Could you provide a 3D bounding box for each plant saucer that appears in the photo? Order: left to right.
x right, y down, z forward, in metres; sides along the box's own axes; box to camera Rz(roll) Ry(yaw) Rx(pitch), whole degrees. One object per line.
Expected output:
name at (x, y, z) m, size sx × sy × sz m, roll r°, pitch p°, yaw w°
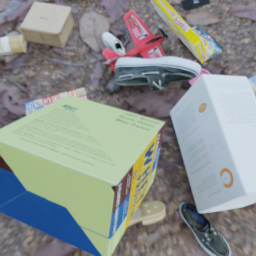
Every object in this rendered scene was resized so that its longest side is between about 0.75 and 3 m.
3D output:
plant saucer at (2.263, -1.500, 8.830) m, size 0.761 × 0.193 × 0.761 m, roll 0°, pitch 68°, yaw -1°

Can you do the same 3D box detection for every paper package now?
paper package at (-2.722, -3.538, 9.568) m, size 1.384 × 0.716 × 1.319 m, roll 12°, pitch 65°, yaw 7°

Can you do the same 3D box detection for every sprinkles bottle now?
sprinkles bottle at (-4.275, -2.672, 9.237) m, size 1.670 × 0.570 × 0.570 m, roll -9°, pitch 65°, yaw -5°

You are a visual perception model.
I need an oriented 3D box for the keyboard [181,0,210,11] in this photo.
keyboard at (2.490, -4.729, 10.483) m, size 1.078 × 0.214 × 0.561 m, roll -20°, pitch 89°, yaw -11°

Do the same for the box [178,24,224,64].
box at (2.453, -2.862, 9.500) m, size 0.892 × 0.246 × 1.306 m, roll -30°, pitch 68°, yaw -13°

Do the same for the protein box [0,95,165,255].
protein box at (-0.932, 0.772, 6.032) m, size 2.619 × 1.780 × 2.638 m, roll 17°, pitch 28°, yaw 17°

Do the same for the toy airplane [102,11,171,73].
toy airplane at (0.286, -2.463, 9.074) m, size 2.524 × 0.464 × 2.524 m, roll 2°, pitch 76°, yaw -9°

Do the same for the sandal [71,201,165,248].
sandal at (-0.266, 1.994, 6.654) m, size 2.387 × 0.785 × 0.875 m, roll -13°, pitch 21°, yaw -15°

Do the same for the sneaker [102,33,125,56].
sneaker at (-0.463, -2.813, 9.339) m, size 0.479 × 0.517 × 1.275 m, roll -32°, pitch 67°, yaw -12°

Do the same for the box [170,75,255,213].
box at (2.340, 0.400, 6.898) m, size 1.411 × 1.801 × 2.896 m, roll -1°, pitch 63°, yaw -21°

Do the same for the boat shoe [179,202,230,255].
boat shoe at (1.850, 2.491, 6.808) m, size 0.555 × 0.458 × 1.616 m, roll -36°, pitch 69°, yaw -16°

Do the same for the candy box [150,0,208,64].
candy box at (1.472, -3.111, 8.457) m, size 0.331 × 1.280 × 2.504 m, roll -38°, pitch 68°, yaw 11°

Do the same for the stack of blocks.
stack of blocks at (-1.987, -0.408, 8.167) m, size 1.775 × 0.520 × 1.022 m, roll -16°, pitch 65°, yaw -7°

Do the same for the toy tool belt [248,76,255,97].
toy tool belt at (3.763, -0.967, 8.276) m, size 1.687 × 1.054 × 1.037 m, roll -26°, pitch 89°, yaw -17°

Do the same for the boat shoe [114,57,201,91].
boat shoe at (0.807, -1.512, 8.315) m, size 2.584 × 0.932 × 0.916 m, roll 5°, pitch 78°, yaw 22°
